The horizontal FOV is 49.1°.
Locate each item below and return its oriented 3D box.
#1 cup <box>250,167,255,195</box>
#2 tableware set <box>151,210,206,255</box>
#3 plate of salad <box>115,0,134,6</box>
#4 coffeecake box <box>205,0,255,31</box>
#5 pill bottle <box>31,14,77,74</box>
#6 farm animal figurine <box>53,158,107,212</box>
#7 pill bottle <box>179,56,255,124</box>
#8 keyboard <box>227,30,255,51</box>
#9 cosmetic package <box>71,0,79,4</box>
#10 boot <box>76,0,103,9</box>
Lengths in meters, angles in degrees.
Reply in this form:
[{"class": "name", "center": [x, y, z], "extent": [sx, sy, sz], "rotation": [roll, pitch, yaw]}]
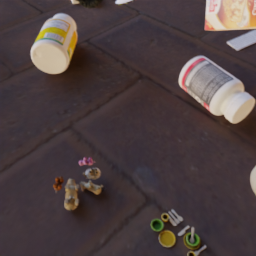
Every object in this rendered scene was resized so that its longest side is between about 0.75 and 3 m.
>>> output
[{"class": "cup", "center": [4.198, 1.223, 7.251], "extent": [1.655, 1.184, 1.655], "rotation": [0, 48, 0]}, {"class": "tableware set", "center": [1.177, 2.576, 6.703], "extent": [0.852, 0.194, 1.265], "rotation": [-28, 55, -23]}, {"class": "plate of salad", "center": [0.024, -3.841, 8.374], "extent": [0.831, 0.200, 0.831], "rotation": [-14, 37, 11]}, {"class": "coffeecake box", "center": [3.703, -4.071, 8.951], "extent": [2.260, 1.735, 0.826], "rotation": [14, 22, 42]}, {"class": "pill bottle", "center": [-2.864, -3.490, 11.282], "extent": [1.450, 1.450, 2.571], "rotation": [3, 49, 2]}, {"class": "farm animal figurine", "center": [-1.286, 1.499, 7.444], "extent": [1.278, 0.643, 1.032], "rotation": [-30, 74, -28]}, {"class": "pill bottle", "center": [2.939, -1.263, 9.360], "extent": [1.335, 1.335, 2.412], "rotation": [-25, 52, -21]}, {"class": "keyboard", "center": [5.512, -4.038, 12.665], "extent": [2.354, 0.126, 0.663], "rotation": [-27, 54, -22]}, {"class": "cosmetic package", "center": [-2.906, -7.154, 15.308], "extent": [0.480, 0.350, 0.944], "rotation": [-13, 48, -12]}, {"class": "boot", "center": [-1.596, -5.517, 10.221], "extent": [3.072, 1.156, 2.296], "rotation": [26, 56, 27]}]
